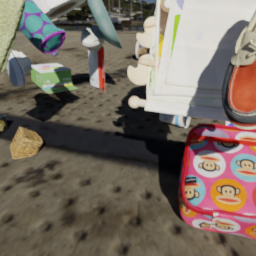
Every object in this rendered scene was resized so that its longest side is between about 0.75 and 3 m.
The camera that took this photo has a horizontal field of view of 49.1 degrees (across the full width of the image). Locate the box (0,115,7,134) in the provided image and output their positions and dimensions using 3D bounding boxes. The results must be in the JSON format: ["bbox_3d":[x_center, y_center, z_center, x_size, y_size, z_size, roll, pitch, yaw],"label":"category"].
[{"bbox_3d":[-4.769,0.192,7.922,1.726,0.500,2.172,2,23,6],"label":"box"}]

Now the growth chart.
[{"bbox_3d":[1.203,-1.510,4.363,2.128,2.940,0.261,18,2,18],"label":"growth chart"}]

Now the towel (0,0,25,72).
[{"bbox_3d":[-2.422,-1.706,4.723,1.085,1.462,0.267,26,16,-8],"label":"towel"}]

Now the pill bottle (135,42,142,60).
[{"bbox_3d":[1.934,-5.582,20.206,2.593,1.501,1.501,8,24,15],"label":"pill bottle"}]

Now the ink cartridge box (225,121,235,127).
[{"bbox_3d":[3.600,0.578,6.310,2.666,0.584,2.691,4,37,10],"label":"ink cartridge box"}]

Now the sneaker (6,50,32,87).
[{"bbox_3d":[-2.981,-1.717,7.719,0.658,0.678,1.857,-9,40,-27],"label":"sneaker"}]

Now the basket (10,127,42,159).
[{"bbox_3d":[-2.735,0.478,7.558,0.626,0.653,0.877,25,7,-35],"label":"basket"}]

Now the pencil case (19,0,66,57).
[{"bbox_3d":[-2.187,-2.488,6.571,0.782,0.720,1.692,-30,71,-39],"label":"pencil case"}]

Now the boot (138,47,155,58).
[{"bbox_3d":[1.608,-2.708,7.443,2.684,0.971,2.232,-39,-8,36],"label":"boot"}]

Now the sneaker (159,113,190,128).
[{"bbox_3d":[1.754,-0.805,9.817,1.099,0.951,2.536,5,23,24],"label":"sneaker"}]

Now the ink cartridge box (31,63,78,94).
[{"bbox_3d":[-3.731,-2.528,13.856,1.498,0.856,2.885,-13,26,-28],"label":"ink cartridge box"}]

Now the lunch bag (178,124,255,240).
[{"bbox_3d":[2.186,0.812,4.977,2.445,1.002,2.154,7,50,12],"label":"lunch bag"}]

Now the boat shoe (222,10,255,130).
[{"bbox_3d":[1.510,-0.881,3.015,0.670,0.589,1.883,21,74,27],"label":"boat shoe"}]

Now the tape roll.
[{"bbox_3d":[-2.076,-3.747,8.183,1.830,0.640,1.830,-25,17,8],"label":"tape roll"}]

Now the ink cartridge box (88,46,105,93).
[{"bbox_3d":[-1.530,-2.939,13.240,0.733,2.088,2.569,-3,23,-6],"label":"ink cartridge box"}]

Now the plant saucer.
[{"bbox_3d":[-0.922,-3.863,9.963,0.473,2.455,2.455,-25,24,3],"label":"plant saucer"}]

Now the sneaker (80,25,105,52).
[{"bbox_3d":[-1.365,-3.475,11.328,0.913,0.962,2.390,24,28,-1],"label":"sneaker"}]
